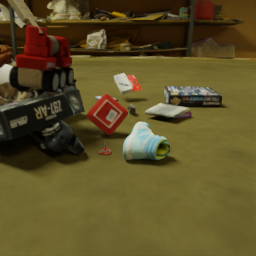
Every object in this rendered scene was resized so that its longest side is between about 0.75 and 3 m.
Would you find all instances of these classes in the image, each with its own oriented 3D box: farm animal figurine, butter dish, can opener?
[{"bbox_3d":[-3.603,-1.099,8.803,2.083,2.580,1.297,8,50,-35],"label":"farm animal figurine"},{"bbox_3d":[-0.592,-0.357,7.643,0.851,0.854,0.631,40,-9,-8],"label":"butter dish"},{"bbox_3d":[-1.907,0.203,6.759,0.713,0.885,2.250,-42,31,-26],"label":"can opener"}]

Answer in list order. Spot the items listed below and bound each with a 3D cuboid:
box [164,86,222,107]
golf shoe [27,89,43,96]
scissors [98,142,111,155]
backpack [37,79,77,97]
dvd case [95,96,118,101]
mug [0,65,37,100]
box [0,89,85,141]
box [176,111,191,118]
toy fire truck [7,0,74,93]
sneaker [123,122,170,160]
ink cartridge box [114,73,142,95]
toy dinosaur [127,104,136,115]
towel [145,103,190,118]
[{"bbox_3d":[2.644,-1.362,11.871,2.094,0.524,2.110,0,17,2],"label":"box"},{"bbox_3d":[-3.181,-1.627,10.443,0.830,1.053,2.286,-21,-30,21],"label":"golf shoe"},{"bbox_3d":[-0.509,0.489,6.720,0.284,0.054,0.775,-1,16,7],"label":"scissors"},{"bbox_3d":[-2.360,-0.927,9.343,1.289,1.042,1.353,-17,-9,-31],"label":"backpack"},{"bbox_3d":[-0.951,-1.276,12.253,0.677,0.083,0.948,-6,17,-29],"label":"dvd case"},{"bbox_3d":[-4.476,-1.754,11.444,1.716,1.674,2.090,8,24,2],"label":"mug"},{"bbox_3d":[-2.887,-0.286,6.998,2.815,0.613,2.255,-5,15,33],"label":"box"},{"bbox_3d":[1.756,-0.548,9.825,0.585,0.167,0.855,-6,18,-17],"label":"box"},{"bbox_3d":[-2.240,-2.152,7.016,1.423,2.212,1.947,8,17,4],"label":"toy fire truck"},{"bbox_3d":[0.540,0.310,6.419,0.968,0.590,1.483,3,27,18],"label":"sneaker"},{"bbox_3d":[-0.009,-1.970,12.195,0.935,0.237,1.061,-16,53,-12],"label":"ink cartridge box"},{"bbox_3d":[0.139,-0.684,9.893,0.298,0.396,0.775,-1,18,-5],"label":"toy dinosaur"},{"bbox_3d":[1.334,-0.602,9.418,1.117,0.200,1.160,11,22,37],"label":"towel"}]
